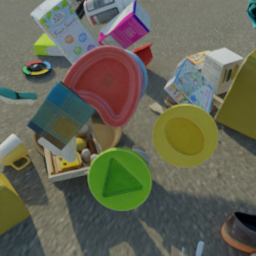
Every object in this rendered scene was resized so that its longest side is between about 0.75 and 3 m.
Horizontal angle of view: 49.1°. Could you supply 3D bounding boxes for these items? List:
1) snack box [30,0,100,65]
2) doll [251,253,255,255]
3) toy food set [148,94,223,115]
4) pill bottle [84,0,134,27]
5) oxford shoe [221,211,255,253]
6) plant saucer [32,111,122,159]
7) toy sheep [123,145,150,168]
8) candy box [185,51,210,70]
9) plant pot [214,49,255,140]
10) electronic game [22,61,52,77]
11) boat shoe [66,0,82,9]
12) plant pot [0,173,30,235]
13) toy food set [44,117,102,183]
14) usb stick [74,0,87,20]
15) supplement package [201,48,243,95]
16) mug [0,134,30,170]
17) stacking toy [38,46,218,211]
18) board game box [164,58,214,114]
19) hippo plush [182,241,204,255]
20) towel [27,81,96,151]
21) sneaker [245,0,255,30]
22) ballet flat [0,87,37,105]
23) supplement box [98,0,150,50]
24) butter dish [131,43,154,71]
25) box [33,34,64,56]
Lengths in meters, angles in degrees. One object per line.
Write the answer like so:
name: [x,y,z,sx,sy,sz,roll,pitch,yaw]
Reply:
snack box: [-1.566,-2.377,7.650,0.792,2.127,2.991,-42,32,-1]
doll: [3.279,3.369,5.865,1.164,0.413,1.706,-11,34,-30]
toy food set: [2.359,-1.075,10.811,2.724,0.547,1.881,-25,47,-26]
pill bottle: [-0.571,-3.926,9.090,1.526,0.869,0.869,-13,39,16]
oxford shoe: [3.468,2.554,6.420,2.416,0.881,0.861,11,37,11]
plant saucer: [-1.669,0.213,9.453,2.972,0.438,2.972,-1,42,0]
toy sheep: [0.139,1.136,8.025,1.032,1.032,1.496,10,58,12]
candy box: [3.504,-3.215,13.347,1.434,0.397,0.828,-19,45,-20]
plant pot: [5.181,-1.049,9.314,2.841,2.759,2.778,37,53,22]
electronic game: [-4.205,-2.748,12.914,1.328,0.276,1.328,0,42,0]
boat shoe: [-2.116,-5.092,10.795,0.860,0.942,2.618,29,64,20]
plant pot: [-3.397,1.813,7.032,1.213,1.241,1.205,-30,49,-30]
toy food set: [-1.630,0.535,8.244,1.663,0.700,2.318,-12,39,-15]
usb stick: [-1.851,-3.819,9.830,0.264,1.617,0.448,18,31,-54]
supplement package: [3.797,-2.323,11.554,1.087,1.432,1.079,-20,45,-21]
mug: [-3.584,0.775,8.604,0.978,0.783,0.803,27,56,35]
stacking toy: [-0.045,0.006,5.372,2.758,2.496,1.165,41,15,1]
board game box: [1.730,-1.064,7.620,1.286,0.327,1.913,44,36,-7]
hippo plush: [1.414,3.493,5.403,1.435,1.422,1.785,31,50,-5]
towel: [-1.107,-0.174,4.590,0.753,1.027,0.111,38,24,-10]
sneaker: [3.675,-3.410,7.852,0.723,0.704,1.816,9,62,-26]
ballet flat: [-3.009,-0.783,7.448,1.183,0.411,0.411,5,30,-44]
supplement box: [-0.125,-2.978,8.544,1.495,0.773,0.757,-25,43,33]
butter dish: [0.504,-2.979,12.675,1.471,1.091,1.475,-34,9,-38]
box: [-3.409,-4.263,14.396,2.408,0.574,1.468,5,42,6]
